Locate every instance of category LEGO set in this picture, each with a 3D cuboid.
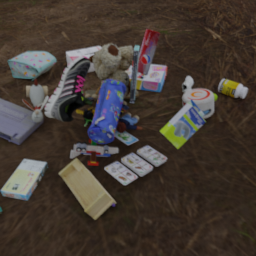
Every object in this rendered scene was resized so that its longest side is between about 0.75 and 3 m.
[{"bbox_3d":[-0.474,0.877,9.562,2.910,0.714,2.174,32,36,31],"label":"LEGO set"}]

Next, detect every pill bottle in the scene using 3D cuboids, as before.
[{"bbox_3d":[4.872,-1.795,13.027,1.190,0.669,0.669,27,44,32],"label":"pill bottle"}]

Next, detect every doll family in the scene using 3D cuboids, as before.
[{"bbox_3d":[-0.860,-0.569,10.595,2.964,1.163,1.713,8,11,12],"label":"doll family"}]

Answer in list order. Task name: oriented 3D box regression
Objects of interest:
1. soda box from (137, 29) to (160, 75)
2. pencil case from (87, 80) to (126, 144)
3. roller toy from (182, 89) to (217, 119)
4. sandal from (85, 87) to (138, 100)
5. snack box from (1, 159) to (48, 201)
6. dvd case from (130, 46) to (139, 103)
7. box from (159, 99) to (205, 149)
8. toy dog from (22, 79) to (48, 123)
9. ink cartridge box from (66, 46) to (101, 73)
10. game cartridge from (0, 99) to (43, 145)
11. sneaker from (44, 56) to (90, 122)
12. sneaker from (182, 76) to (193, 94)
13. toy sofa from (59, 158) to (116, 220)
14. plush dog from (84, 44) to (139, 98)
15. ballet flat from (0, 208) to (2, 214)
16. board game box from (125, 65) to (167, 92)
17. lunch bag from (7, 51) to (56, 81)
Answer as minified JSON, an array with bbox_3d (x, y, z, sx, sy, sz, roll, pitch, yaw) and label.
[{"bbox_3d":[0.783,-3.155,11.690,0.561,1.768,0.619,14,19,-6],"label":"soda box"},{"bbox_3d":[-0.667,-0.569,8.922,0.855,0.952,2.192,1,57,18],"label":"pencil case"},{"bbox_3d":[2.896,-0.958,11.651,1.389,0.970,1.267,10,38,30],"label":"roller toy"},{"bbox_3d":[-0.725,-1.676,12.635,2.475,0.668,0.994,-3,23,-13],"label":"sandal"},{"bbox_3d":[-3.223,1.593,8.811,0.824,0.263,1.419,7,37,10],"label":"snack box"},{"bbox_3d":[0.238,-1.969,10.173,0.203,1.842,1.344,6,22,1],"label":"dvd case"},{"bbox_3d":[1.666,-0.097,8.269,1.328,0.809,0.316,-46,31,3],"label":"box"},{"bbox_3d":[-3.572,-1.185,11.064,1.229,0.898,1.863,-23,58,-26],"label":"toy dog"},{"bbox_3d":[-2.223,-3.753,15.504,2.031,0.841,1.488,-17,40,-22],"label":"ink cartridge box"},{"bbox_3d":[-4.859,-0.357,11.020,2.555,0.490,1.656,22,36,9],"label":"game cartridge"},{"bbox_3d":[-1.681,-1.142,8.844,0.990,0.835,2.264,30,90,19],"label":"sneaker"},{"bbox_3d":[2.698,-1.993,12.860,0.385,0.491,0.988,-18,55,45],"label":"sneaker"},{"bbox_3d":[-1.209,1.810,8.263,0.750,0.884,1.812,-42,49,-10],"label":"toy sofa"},{"bbox_3d":[-0.605,-1.999,10.725,1.825,1.954,2.275,-11,6,29],"label":"plush dog"},{"bbox_3d":[-3.958,2.176,8.026,0.405,0.405,1.090,-24,41,-29],"label":"ballet flat"},{"bbox_3d":[0.538,-2.666,14.306,2.614,0.527,2.000,9,38,12],"label":"board game box"},{"bbox_3d":[-4.901,-3.254,14.594,1.913,1.167,1.630,10,37,22],"label":"lunch bag"}]
